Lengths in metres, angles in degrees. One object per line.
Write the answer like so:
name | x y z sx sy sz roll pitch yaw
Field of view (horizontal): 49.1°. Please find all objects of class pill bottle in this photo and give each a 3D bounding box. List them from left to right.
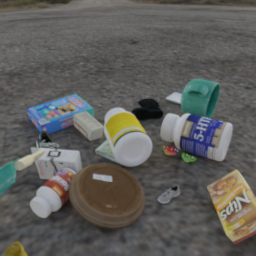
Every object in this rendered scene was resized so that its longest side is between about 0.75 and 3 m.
pill bottle | -2.218 1.979 8.575 0.859 0.859 1.531 14 33 22
pill bottle | -0.130 0.214 10.359 1.369 1.369 2.445 -9 32 -14
pill bottle | 2.596 0.257 10.841 2.463 1.474 1.474 16 34 26

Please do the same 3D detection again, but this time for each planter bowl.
planter bowl | -2.686 3.256 6.716 0.920 0.383 0.920 -30 40 29

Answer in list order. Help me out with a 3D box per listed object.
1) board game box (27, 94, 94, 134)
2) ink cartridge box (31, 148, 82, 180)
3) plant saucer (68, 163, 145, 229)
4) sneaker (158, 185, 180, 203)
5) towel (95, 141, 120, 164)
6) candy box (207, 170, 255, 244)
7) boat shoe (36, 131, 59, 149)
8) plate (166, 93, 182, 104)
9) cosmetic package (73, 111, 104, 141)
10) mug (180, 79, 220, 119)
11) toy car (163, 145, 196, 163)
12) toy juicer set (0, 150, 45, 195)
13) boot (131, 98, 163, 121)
board game box | -3.178 -0.689 13.207 2.556 0.575 1.944 -22 37 -26
ink cartridge box | -2.524 1.265 9.591 1.729 1.001 0.576 4 39 6
plant saucer | -0.584 1.915 8.501 2.392 0.352 2.392 13 35 -10
sneaker | 1.283 2.076 8.892 0.876 0.359 0.327 -23 38 -33
towel | -0.314 0.822 10.993 1.521 0.366 1.302 19 35 29
candy box | 3.089 2.192 8.021 1.087 0.521 1.883 -37 25 18
boat shoe | -3.076 0.763 10.800 0.702 0.580 1.876 4 26 -29
plate | 2.731 -1.575 15.198 1.039 0.168 1.037 21 36 31
cosmetic package | -1.723 -0.087 12.034 0.680 0.574 1.316 -18 46 -40
mug | 3.279 -1.494 12.998 1.385 2.240 1.841 20 50 27
toy car | 1.912 1.015 10.462 1.271 0.301 1.351 22 -4 1
toy juicer set | -3.679 1.415 7.713 2.947 0.802 1.875 -44 1 -13
boot | 0.821 -0.978 13.753 1.700 0.629 1.393 -1 32 -16
